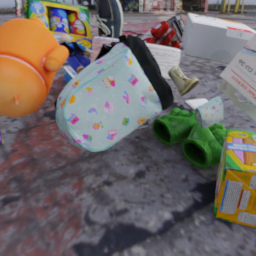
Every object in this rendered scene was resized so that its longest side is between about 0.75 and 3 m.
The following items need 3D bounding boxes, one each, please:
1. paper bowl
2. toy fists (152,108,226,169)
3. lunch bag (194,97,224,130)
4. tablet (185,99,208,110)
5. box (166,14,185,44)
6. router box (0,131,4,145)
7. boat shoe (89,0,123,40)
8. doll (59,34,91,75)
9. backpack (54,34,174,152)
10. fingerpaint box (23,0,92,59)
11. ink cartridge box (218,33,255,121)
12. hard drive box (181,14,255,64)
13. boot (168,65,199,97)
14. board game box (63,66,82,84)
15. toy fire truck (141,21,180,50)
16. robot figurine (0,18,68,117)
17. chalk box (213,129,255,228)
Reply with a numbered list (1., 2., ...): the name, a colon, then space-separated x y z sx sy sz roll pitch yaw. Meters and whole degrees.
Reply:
1. paper bowl: 0.185 -1.867 8.424 2.624 1.365 2.624 7 16 -2
2. toy fists: 2.132 0.178 9.005 1.481 0.999 2.905 -16 30 -28
3. lunch bag: 2.023 -0.415 7.000 0.653 0.766 0.467 -26 53 0
4. tablet: 3.228 -0.899 11.979 1.016 0.107 1.561 -8 28 -14
5. box: 1.975 -4.260 12.585 0.365 1.157 1.467 -34 13 -28
6. router box: -5.293 0.247 9.376 1.468 0.488 1.867 -25 36 -38
7. boat shoe: -0.795 -3.772 10.235 0.833 2.693 1.008 -38 69 -18
8. doll: -1.794 -2.501 9.489 1.300 0.462 1.905 -19 58 -30
9. backpack: -0.406 -0.625 5.942 2.426 2.024 1.535 -35 15 -7
10. fingerpaint box: -2.603 -3.685 10.561 2.322 1.937 0.852 -2 -10 -30
11. ink cartridge box: 3.569 -1.483 7.060 1.625 2.790 0.941 46 38 15
12. hard drive box: 2.957 -3.014 9.399 2.073 1.022 2.660 11 29 2
13. boot: 1.084 -1.005 5.656 0.282 0.606 0.783 -30 -5 -11
14. board game box: -1.790 -2.620 14.550 2.571 0.734 2.626 -11 30 -21
15. toy fire truck: 0.867 -3.260 11.411 2.230 1.250 1.872 -49 34 -11
16. robot figurine: -2.583 -1.452 6.715 2.064 1.673 2.869 13 51 -9
17. chalk box: 3.011 1.029 6.862 1.489 1.500 2.403 9 28 15
